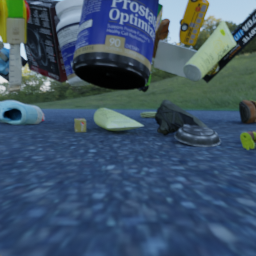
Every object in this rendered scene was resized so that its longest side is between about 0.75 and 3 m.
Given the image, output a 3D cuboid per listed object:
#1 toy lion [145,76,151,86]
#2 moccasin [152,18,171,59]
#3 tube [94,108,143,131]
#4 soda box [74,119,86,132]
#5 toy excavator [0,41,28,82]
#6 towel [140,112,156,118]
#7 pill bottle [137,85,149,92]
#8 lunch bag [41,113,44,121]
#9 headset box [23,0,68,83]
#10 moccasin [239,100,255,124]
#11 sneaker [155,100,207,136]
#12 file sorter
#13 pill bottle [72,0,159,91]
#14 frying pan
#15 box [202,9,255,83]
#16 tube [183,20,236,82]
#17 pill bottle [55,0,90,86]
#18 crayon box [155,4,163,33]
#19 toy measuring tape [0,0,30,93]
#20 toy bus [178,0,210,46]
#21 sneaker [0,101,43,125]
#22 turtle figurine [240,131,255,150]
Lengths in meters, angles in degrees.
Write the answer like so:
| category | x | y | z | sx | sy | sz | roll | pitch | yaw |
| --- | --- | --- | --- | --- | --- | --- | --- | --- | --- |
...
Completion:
| category | x | y | z | sx | sy | sz | roll | pitch | yaw |
| --- | --- | --- | --- | --- | --- | --- | --- | --- | --- |
| toy lion | -0.365 | -2.112 | 10.786 | 2.591 | 0.890 | 2.484 | 14 | 18 | 12 |
| moccasin | 1.361 | -3.610 | 11.591 | 0.731 | 0.772 | 1.999 | -30 | -22 | -30 |
| tube | -0.485 | -0.186 | 8.609 | 0.762 | 0.682 | 2.627 | -45 | 19 | -9 |
| soda box | -1.476 | -0.084 | 8.576 | 0.328 | 0.347 | 1.026 | -1 | 5 | -11 |
| toy excavator | -3.834 | -2.169 | 8.242 | 1.755 | 0.902 | 1.805 | 29 | -12 | 33 |
| towel | 1.453 | -0.780 | 16.901 | 1.349 | 0.332 | 1.818 | 0 | 6 | 10 |
| pill bottle | 0.560 | -2.289 | 14.592 | 1.031 | 0.577 | 0.577 | 28 | -10 | -30 |
| lunch bag | -4.389 | -0.499 | 12.628 | 1.036 | 0.482 | 1.176 | 2 | 5 | 26 |
| headset box | -2.726 | -2.942 | 9.761 | 2.015 | 2.707 | 1.045 | 24 | 42 | 34 |
| moccasin | 5.372 | -0.647 | 11.961 | 1.111 | 1.053 | 2.878 | -7 | -8 | 24 |
| sneaker | 1.290 | -0.019 | 7.074 | 1.483 | 0.850 | 0.567 | 32 | -6 | 20 |
| file sorter | 1.838 | -2.610 | 10.380 | 1.447 | 1.004 | 0.901 | 22 | 32 | 16 |
| pill bottle | -0.166 | -2.161 | 5.391 | 1.463 | 2.616 | 1.463 | 7 | -9 | 1 |
| frying pan | 1.462 | 0.063 | 6.081 | 0.942 | 0.254 | 1.558 | 5 | 19 | 4 |
| box | 3.743 | -2.972 | 10.116 | 0.651 | 2.830 | 2.250 | 44 | 25 | 2 |
| tube | 2.506 | -2.294 | 8.349 | 0.615 | 0.687 | 2.368 | 30 | 59 | 25 |
| pill bottle | -1.303 | -2.424 | 8.038 | 1.306 | 2.256 | 1.306 | -12 | 4 | 1 |
| crayon box | 0.480 | -3.277 | 9.417 | 0.755 | 1.540 | 2.593 | 28 | 13 | 0 |
| toy measuring tape | -3.119 | -2.425 | 7.219 | 1.078 | 2.930 | 1.078 | 9 | 27 | -5 |
| toy bus | 2.007 | -3.441 | 8.625 | 0.650 | 1.660 | 0.540 | 12 | 39 | -4 |
| sneaker | -4.838 | -0.647 | 11.368 | 2.707 | 1.001 | 1.109 | 2 | 1 | 26 |
| turtle figurine | 2.729 | 0.129 | 5.202 | 1.239 | 0.495 | 1.536 | -5 | 7 | -44 |
